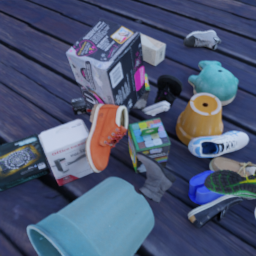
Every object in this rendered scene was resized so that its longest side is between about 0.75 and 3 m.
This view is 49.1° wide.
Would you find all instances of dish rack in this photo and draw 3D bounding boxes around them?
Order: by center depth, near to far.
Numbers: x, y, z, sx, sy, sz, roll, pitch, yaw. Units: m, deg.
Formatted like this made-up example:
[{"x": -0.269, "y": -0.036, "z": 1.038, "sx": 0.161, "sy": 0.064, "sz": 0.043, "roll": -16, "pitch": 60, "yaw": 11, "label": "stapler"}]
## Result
[{"x": 1.074, "y": -0.674, "z": 10.363, "sx": 0.932, "sy": 1.086, "sz": 0.236, "roll": -21, "pitch": 82, "yaw": 18, "label": "dish rack"}]

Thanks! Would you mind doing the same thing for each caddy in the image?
[{"x": 2.695, "y": 2.076, "z": 9.528, "sx": 1.327, "sy": 0.697, "sz": 0.938, "roll": -20, "pitch": 33, "yaw": -14, "label": "caddy"}]

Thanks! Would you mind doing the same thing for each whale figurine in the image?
[{"x": 3.918, "y": -2.321, "z": 12.740, "sx": 2.274, "sy": 1.483, "sz": 2.859, "roll": 4, "pitch": 49, "yaw": 4, "label": "whale figurine"}]

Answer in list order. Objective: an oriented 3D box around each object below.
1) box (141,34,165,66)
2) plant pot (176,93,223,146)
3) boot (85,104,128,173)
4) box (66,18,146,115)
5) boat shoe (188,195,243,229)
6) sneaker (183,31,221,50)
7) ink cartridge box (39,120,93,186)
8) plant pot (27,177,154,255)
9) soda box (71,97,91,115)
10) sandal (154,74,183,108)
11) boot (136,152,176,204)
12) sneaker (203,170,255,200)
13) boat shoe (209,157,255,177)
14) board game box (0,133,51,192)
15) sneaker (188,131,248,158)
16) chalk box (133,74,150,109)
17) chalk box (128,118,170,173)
[{"x": 0.851, "y": -4.188, "z": 14.685, "sx": 2.073, "sy": 0.984, "sz": 0.806, "roll": 33, "pitch": 57, "yaw": 24, "label": "box"}, {"x": 2.863, "y": -0.373, "z": 10.895, "sx": 1.823, "sy": 1.669, "sz": 1.823, "roll": -1, "pitch": 53, "yaw": 1, "label": "plant pot"}, {"x": -0.620, "y": 0.316, "z": 8.666, "sx": 1.178, "sy": 0.824, "sz": 2.196, "roll": 2, "pitch": 82, "yaw": 29, "label": "boot"}, {"x": -0.625, "y": -1.795, "z": 9.482, "sx": 1.629, "sy": 2.839, "sz": 1.876, "roll": 27, "pitch": 65, "yaw": 23, "label": "box"}, {"x": 2.898, "y": 2.673, "z": 9.011, "sx": 1.946, "sy": 0.726, "sz": 0.606, "roll": -21, "pitch": 54, "yaw": -9, "label": "boat shoe"}, {"x": 4.142, "y": -4.661, "z": 15.227, "sx": 2.105, "sy": 0.790, "sz": 1.216, "roll": -19, "pitch": 54, "yaw": -17, "label": "sneaker"}, {"x": -1.994, "y": 0.891, "z": 9.597, "sx": 1.509, "sy": 2.055, "sz": 0.852, "roll": -22, "pitch": 51, "yaw": -15, "label": "ink cartridge box"}, {"x": -0.836, "y": 2.904, "z": 7.706, "sx": 2.706, "sy": 2.706, "sz": 2.651, "roll": 34, "pitch": 50, "yaw": 25, "label": "plant pot"}, {"x": -1.691, "y": -1.060, "z": 12.320, "sx": 1.533, "sy": 0.486, "sz": 0.543, "roll": -14, "pitch": 52, "yaw": -11, "label": "soda box"}, {"x": 1.546, "y": -1.248, "z": 11.162, "sx": 1.009, "sy": 2.685, "sz": 0.643, "roll": 15, "pitch": 72, "yaw": 7, "label": "sandal"}, {"x": 0.672, "y": 1.609, "z": 8.843, "sx": 1.694, "sy": 0.591, "sz": 1.115, "roll": 42, "pitch": 82, "yaw": -16, "label": "boot"}, {"x": 3.049, "y": 1.687, "z": 7.767, "sx": 1.862, "sy": 0.793, "sz": 0.727, "roll": 6, "pitch": 54, "yaw": 16, "label": "sneaker"}, {"x": 4.215, "y": 1.666, "z": 9.702, "sx": 2.763, "sy": 0.917, "sz": 1.023, "roll": 26, "pitch": 55, "yaw": 21, "label": "boat shoe"}, {"x": -4.429, "y": 1.362, "z": 10.325, "sx": 2.712, "sy": 0.382, "sz": 1.834, "roll": -19, "pitch": 52, "yaw": -15, "label": "board game box"}, {"x": 3.454, "y": 0.675, "z": 10.396, "sx": 2.420, "sy": 0.870, "sz": 0.877, "roll": -9, "pitch": 20, "yaw": -14, "label": "sneaker"}, {"x": -0.106, "y": -1.637, "z": 12.260, "sx": 1.844, "sy": 1.147, "sz": 1.142, "roll": 3, "pitch": 49, "yaw": -8, "label": "chalk box"}, {"x": 0.707, "y": 0.519, "z": 9.966, "sx": 1.225, "sy": 1.963, "sz": 1.217, "roll": -11, "pitch": 51, "yaw": -9, "label": "chalk box"}]
